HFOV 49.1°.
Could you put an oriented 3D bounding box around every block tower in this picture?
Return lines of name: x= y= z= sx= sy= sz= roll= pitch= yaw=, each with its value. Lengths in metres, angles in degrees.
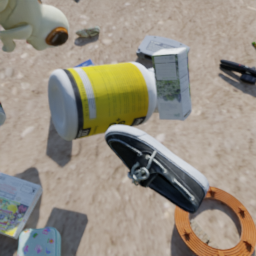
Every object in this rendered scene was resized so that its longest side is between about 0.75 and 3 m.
block tower: x=1.924 y=2.898 z=6.863 sx=0.377 sy=0.352 sz=1.305 roll=-32 pitch=61 yaw=-21

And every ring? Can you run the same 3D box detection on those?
ring: x=2.212 y=2.346 z=7.061 sx=2.119 sy=0.203 sz=2.119 roll=6 pitch=44 yaw=-5

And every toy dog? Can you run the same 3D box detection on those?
toy dog: x=-2.753 y=-3.193 z=7.552 sx=2.477 sy=2.555 sz=1.782 roll=-43 pitch=45 yaw=7

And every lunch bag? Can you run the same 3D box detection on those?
lunch bag: x=-2.089 y=3.066 z=6.667 sx=1.014 sy=0.487 sz=1.264 roll=-4 pitch=56 yaw=-6

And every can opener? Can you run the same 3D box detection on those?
can opener: x=4.069 y=-2.153 z=10.260 sx=1.536 sy=0.487 sz=0.604 roll=33 pitch=62 yaw=20

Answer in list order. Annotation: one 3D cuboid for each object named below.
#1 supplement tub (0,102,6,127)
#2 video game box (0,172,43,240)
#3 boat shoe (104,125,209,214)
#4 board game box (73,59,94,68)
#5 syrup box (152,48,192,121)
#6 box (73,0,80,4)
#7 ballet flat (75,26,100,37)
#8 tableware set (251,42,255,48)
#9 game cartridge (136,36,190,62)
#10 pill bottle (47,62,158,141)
supplement tub: x=-3.827 y=-0.574 z=7.614 sx=0.724 sy=0.724 sz=1.181 roll=-25 pitch=56 yaw=-16
video game box: x=-3.308 y=2.005 z=7.474 sx=1.559 sy=0.365 sz=1.420 roll=16 pitch=55 yaw=11
boat shoe: x=0.264 y=0.532 z=3.549 sx=1.507 sy=0.556 sz=0.515 roll=36 pitch=49 yaw=7
board game box: x=-1.245 y=-1.112 z=7.280 sx=1.144 sy=1.139 sz=0.248 roll=-26 pitch=59 yaw=2
syrup box: x=0.739 y=-0.702 z=4.621 sx=0.441 sy=1.119 sz=0.456 roll=4 pitch=27 yaw=31
box: x=-1.507 y=-4.728 z=9.478 sx=1.066 sy=0.325 sz=1.322 roll=-46 pitch=27 yaw=10
ballet flat: x=-1.643 y=-3.941 z=11.587 sx=1.045 sy=0.395 sz=0.334 roll=-17 pitch=79 yaw=-7
tableware set: x=5.427 y=-3.399 z=11.357 sx=0.754 sy=0.116 sz=0.508 roll=-15 pitch=54 yaw=-9
game cartridge: x=1.390 y=-3.011 z=10.948 sx=1.859 sy=0.386 sz=1.238 roll=20 pitch=54 yaw=14
pill bottle: x=-0.303 y=-0.640 z=5.926 sx=2.495 sy=1.398 sz=1.398 roll=-13 pitch=55 yaw=-28
